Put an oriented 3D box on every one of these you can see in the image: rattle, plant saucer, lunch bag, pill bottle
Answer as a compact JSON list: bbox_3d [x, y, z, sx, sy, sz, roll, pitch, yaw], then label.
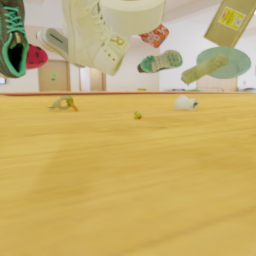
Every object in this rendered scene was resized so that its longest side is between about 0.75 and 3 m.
[{"bbox_3d":[-3.152,-0.890,13.238,1.352,0.966,0.880,-19,-18,-16],"label":"rattle"},{"bbox_3d":[2.539,-1.691,7.541,1.420,0.273,1.420,-4,49,5],"label":"plant saucer"},{"bbox_3d":[1.024,-4.309,12.724,1.437,0.589,1.266,36,-27,-9],"label":"lunch bag"},{"bbox_3d":[-1.197,-3.749,10.567,2.409,1.376,1.376,15,15,24],"label":"pill bottle"}]

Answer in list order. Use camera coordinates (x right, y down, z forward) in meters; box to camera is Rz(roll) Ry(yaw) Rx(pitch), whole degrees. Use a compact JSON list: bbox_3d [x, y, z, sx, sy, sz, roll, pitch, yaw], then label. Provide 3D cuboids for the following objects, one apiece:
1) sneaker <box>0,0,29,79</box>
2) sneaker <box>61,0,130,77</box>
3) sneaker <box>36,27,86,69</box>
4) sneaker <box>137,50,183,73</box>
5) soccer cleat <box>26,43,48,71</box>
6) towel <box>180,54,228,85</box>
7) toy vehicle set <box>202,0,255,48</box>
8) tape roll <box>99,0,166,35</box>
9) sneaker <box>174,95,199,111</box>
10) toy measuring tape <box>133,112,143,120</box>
[{"bbox_3d":[-3.042,-2.543,7.438,1.038,2.675,1.220,-15,30,-41],"label":"sneaker"},{"bbox_3d":[-0.628,-2.428,6.670,1.607,1.025,2.781,24,-30,10],"label":"sneaker"},{"bbox_3d":[-2.340,-2.876,10.113,0.756,0.780,2.136,12,-16,41],"label":"sneaker"},{"bbox_3d":[1.246,-2.627,11.342,2.093,0.812,0.955,-13,3,-26],"label":"sneaker"},{"bbox_3d":[-4.060,-2.250,9.444,2.596,0.907,1.121,-15,-3,-34],"label":"soccer cleat"},{"bbox_3d":[1.582,-1.243,5.891,1.005,0.247,1.355,-25,8,16],"label":"towel"},{"bbox_3d":[3.729,-3.940,10.110,0.268,2.024,1.257,-9,43,-48],"label":"toy vehicle set"},{"bbox_3d":[0.011,-3.591,8.089,2.134,0.746,2.134,1,51,-2],"label":"tape roll"},{"bbox_3d":[3.003,-1.198,13.946,1.069,0.682,1.851,5,20,20],"label":"sneaker"},{"bbox_3d":[0.426,-0.471,10.285,0.294,0.294,0.798,4,10,26],"label":"toy measuring tape"}]
